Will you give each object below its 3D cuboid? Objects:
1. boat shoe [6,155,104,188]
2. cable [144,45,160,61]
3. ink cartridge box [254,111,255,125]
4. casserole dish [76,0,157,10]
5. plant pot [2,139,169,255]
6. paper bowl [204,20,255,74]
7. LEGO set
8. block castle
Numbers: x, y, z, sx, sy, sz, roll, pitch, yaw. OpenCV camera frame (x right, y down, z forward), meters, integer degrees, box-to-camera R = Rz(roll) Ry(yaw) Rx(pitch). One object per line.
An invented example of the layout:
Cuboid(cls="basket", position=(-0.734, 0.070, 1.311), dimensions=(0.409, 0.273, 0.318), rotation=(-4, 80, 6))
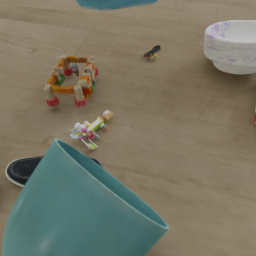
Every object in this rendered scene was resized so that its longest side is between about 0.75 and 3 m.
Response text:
Cuboid(cls="boat shoe", position=(-1.869, 1.071, 7.240), dimensions=(2.682, 0.835, 1.000), rotation=(5, 51, 6))
Cuboid(cls="cable", position=(0.976, -3.002, 11.272), dimensions=(0.539, 0.279, 1.109), rotation=(1, 34, 23))
Cuboid(cls="ink cartridge box", position=(5.091, -0.964, 8.906), dimensions=(1.706, 0.990, 2.312), rotation=(15, 52, 13))
Cuboid(cls="casserole dish", position=(-0.249, -3.687, 7.772), dimensions=(2.748, 0.533, 1.665), rotation=(-25, 38, -35))
Cuboid(cls="plant pot", position=(-0.979, 1.900, 5.352), dimensions=(2.744, 2.744, 2.202), rotation=(35, 83, 26))
Cuboid(cls="paper bowl", position=(4.080, -2.878, 10.103), dimensions=(2.622, 1.364, 2.622), rotation=(-4, 34, 3))
Cuboid(cls="LEGO set", position=(-0.949, 0.123, 8.199), dimensions=(0.682, 0.843, 1.834), rotation=(42, 31, 13))
Cuboid(cls="block castle", position=(-1.840, -1.537, 9.455), dimensions=(1.371, 0.963, 2.052), rotation=(3, 46, 9))
